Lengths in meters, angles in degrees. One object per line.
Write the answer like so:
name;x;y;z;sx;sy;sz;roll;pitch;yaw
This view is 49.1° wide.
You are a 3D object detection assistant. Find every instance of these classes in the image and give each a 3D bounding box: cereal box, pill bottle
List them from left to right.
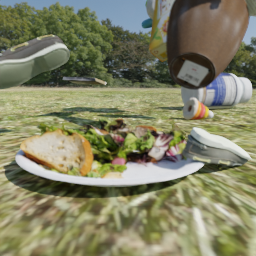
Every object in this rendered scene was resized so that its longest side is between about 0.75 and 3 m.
cereal box;1.790;-2.941;6.148;2.930;2.108;0.579;-18;-37;43
pill bottle;4.038;-1.673;12.720;2.896;1.607;1.607;-4;10;-17

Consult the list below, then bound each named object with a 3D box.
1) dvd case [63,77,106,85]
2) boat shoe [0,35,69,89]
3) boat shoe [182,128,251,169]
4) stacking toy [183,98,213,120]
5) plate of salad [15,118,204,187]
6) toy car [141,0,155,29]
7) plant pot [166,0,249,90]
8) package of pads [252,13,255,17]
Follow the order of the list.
dvd case;-1.500;-1.659;9.963;1.125;0.121;1.513;3;5;9
boat shoe;-2.166;-1.354;5.696;1.882;0.567;0.671;-24;-27;-16
boat shoe;1.270;0.348;3.978;1.298;0.388;0.464;18;19;-37
stacking toy;2.417;-0.522;9.381;1.015;0.741;0.741;17;3;-22
plate of salad;-0.235;0.214;4.237;2.741;0.658;2.741;1;10;0
toy car;1.487;-3.683;10.084;2.280;1.709;1.995;32;23;4
plant pot;1.273;-1.460;4.928;1.491;1.491;1.596;4;50;24
package of pads;3.105;-3.536;7.589;1.442;0.869;0.546;10;-16;4
